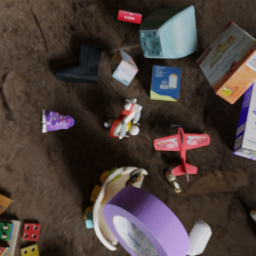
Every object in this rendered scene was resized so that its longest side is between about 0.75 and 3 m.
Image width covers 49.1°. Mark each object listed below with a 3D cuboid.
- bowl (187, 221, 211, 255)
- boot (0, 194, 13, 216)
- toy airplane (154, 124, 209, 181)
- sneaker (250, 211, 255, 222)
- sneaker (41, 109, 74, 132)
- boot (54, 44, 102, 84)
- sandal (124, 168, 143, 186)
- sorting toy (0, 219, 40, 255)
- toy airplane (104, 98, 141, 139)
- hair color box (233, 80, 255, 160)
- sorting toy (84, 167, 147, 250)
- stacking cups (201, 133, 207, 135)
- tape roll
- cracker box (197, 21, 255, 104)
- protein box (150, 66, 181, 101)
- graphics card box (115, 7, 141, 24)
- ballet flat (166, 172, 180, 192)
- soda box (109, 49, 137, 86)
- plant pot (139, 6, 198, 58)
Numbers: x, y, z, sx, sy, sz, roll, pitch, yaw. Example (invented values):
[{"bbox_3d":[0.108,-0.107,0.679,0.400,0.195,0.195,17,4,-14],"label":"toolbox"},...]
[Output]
[{"bbox_3d":[1.942,3.089,7.747,0.366,0.980,0.979,25,85,34],"label":"bowl"},{"bbox_3d":[-4.350,2.065,9.177,1.312,0.449,1.235,30,74,9],"label":"boot"},{"bbox_3d":[1.857,0.801,9.432,1.954,0.359,1.954,1,78,-6],"label":"toy airplane"},{"bbox_3d":[4.324,3.280,8.739,0.680,0.560,1.479,-40,75,-8],"label":"sneaker"},{"bbox_3d":[-1.911,-0.218,7.664,0.636,1.524,0.614,-1,94,9],"label":"sneaker"},{"bbox_3d":[-1.858,-2.428,10.521,1.701,0.650,1.430,3,75,-6],"label":"boot"},{"bbox_3d":[0.177,1.374,7.477,0.401,0.981,0.268,-11,54,-35],"label":"sandal"},{"bbox_3d":[-4.173,3.558,8.657,2.961,0.501,1.427,6,72,2],"label":"sorting toy"},{"bbox_3d":[-0.003,-0.244,9.329,1.036,1.462,1.468,45,78,0],"label":"toy airplane"},{"bbox_3d":[4.808,-0.341,9.702,1.626,0.964,2.975,17,71,5],"label":"hair color box"},{"bbox_3d":[-0.525,2.081,8.165,1.399,2.358,2.620,22,74,8],"label":"sorting toy"},{"bbox_3d":[2.397,0.409,9.857,0.780,0.236,0.236,-19,73,-2],"label":"stacking cups"},{"bbox_3d":[0.408,2.660,7.298,2.333,2.333,0.765,43,56,13],"label":"tape roll"},{"bbox_3d":[3.366,-2.232,9.185,0.773,1.795,2.680,28,29,-18],"label":"cracker box"},{"bbox_3d":[1.354,-1.621,10.224,1.016,0.690,1.023,6,71,4],"label":"protein box"},{"bbox_3d":[-0.011,-3.684,9.111,0.729,0.296,1.163,6,29,-11],"label":"graphics card box"},{"bbox_3d":[1.525,1.782,9.370,0.268,0.246,0.779,-29,74,-9],"label":"ballet flat"},{"bbox_3d":[-0.202,-2.124,9.581,0.603,1.896,0.648,29,109,-19],"label":"soda box"},{"bbox_3d":[1.221,-3.031,9.327,1.497,1.502,1.529,15,41,42],"label":"plant pot"}]
